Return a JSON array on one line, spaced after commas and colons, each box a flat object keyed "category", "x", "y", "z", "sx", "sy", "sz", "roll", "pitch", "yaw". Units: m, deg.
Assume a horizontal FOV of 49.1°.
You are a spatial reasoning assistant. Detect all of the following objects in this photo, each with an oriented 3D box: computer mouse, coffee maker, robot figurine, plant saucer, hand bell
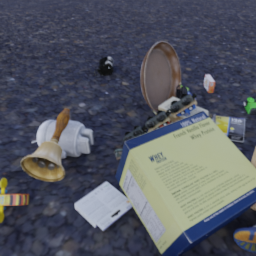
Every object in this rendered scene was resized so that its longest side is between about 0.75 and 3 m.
[{"category": "computer mouse", "x": 2.210, "y": -1.478, "z": 11.454, "sx": 0.304, "sy": 1.321, "sz": 0.928, "roll": 7, "pitch": 71, "yaw": -3}, {"category": "coffee maker", "x": -1.299, "y": -3.311, "z": 14.995, "sx": 1.039, "sy": 0.728, "sz": 1.081, "roll": -2, "pitch": 34, "yaw": -1}, {"category": "robot figurine", "x": -2.189, "y": 0.340, "z": 9.445, "sx": 2.007, "sy": 1.134, "sz": 1.702, "roll": 7, "pitch": 40, "yaw": 9}, {"category": "plant saucer", "x": 1.295, "y": -1.956, "z": 11.234, "sx": 0.466, "sy": 2.904, "sz": 2.904, "roll": 6, "pitch": 32, "yaw": 37}, {"category": "hand bell", "x": -2.129, "y": 0.284, "z": 8.193, "sx": 1.188, "sy": 1.188, "sz": 2.281, "roll": 4, "pitch": 48, "yaw": 6}]

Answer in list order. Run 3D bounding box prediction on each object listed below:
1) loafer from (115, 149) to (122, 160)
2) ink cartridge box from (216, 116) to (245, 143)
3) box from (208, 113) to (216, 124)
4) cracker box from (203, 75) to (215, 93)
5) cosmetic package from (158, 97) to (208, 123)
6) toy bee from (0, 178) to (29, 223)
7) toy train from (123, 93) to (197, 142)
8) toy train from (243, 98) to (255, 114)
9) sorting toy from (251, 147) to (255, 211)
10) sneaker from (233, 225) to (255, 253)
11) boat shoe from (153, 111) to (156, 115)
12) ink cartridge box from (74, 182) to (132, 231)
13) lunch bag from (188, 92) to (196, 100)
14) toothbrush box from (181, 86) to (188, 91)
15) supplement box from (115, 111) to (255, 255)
[{"category": "loafer", "x": 0.101, "y": 0.921, "z": 9.320, "sx": 1.120, "sy": 0.403, "sz": 0.352, "roll": 4, "pitch": 65, "yaw": -18}, {"category": "ink cartridge box", "x": 3.643, "y": -0.132, "z": 10.770, "sx": 1.570, "sy": 0.373, "sz": 1.588, "roll": 7, "pitch": 39, "yaw": 19}, {"category": "box", "x": 2.007, "y": -0.126, "z": 10.368, "sx": 1.980, "sy": 0.493, "sz": 1.561, "roll": 14, "pitch": 40, "yaw": 33}, {"category": "cracker box", "x": 3.884, "y": -2.126, "z": 13.451, "sx": 0.246, "sy": 0.571, "sz": 0.852, "roll": -2, "pitch": 35, "yaw": -3}, {"category": "cosmetic package", "x": 1.917, "y": -0.455, "z": 9.830, "sx": 0.840, "sy": 0.568, "sz": 1.598, "roll": -33, "pitch": 41, "yaw": -25}, {"category": "toy bee", "x": -3.479, "y": 1.958, "z": 7.313, "sx": 1.652, "sy": 0.898, "sz": 1.081, "roll": -19, "pitch": 84, "yaw": -18}, {"category": "toy train", "x": 1.082, "y": -0.184, "z": 9.311, "sx": 2.925, "sy": 0.670, "sz": 0.499, "roll": -34, "pitch": 23, "yaw": 22}, {"category": "toy train", "x": 6.217, "y": -0.928, "z": 11.840, "sx": 2.603, "sy": 0.543, "sz": 0.734, "roll": -2, "pitch": 45, "yaw": -2}, {"category": "sorting toy", "x": 3.974, "y": 1.585, "z": 6.513, "sx": 2.368, "sy": 2.558, "sz": 0.467, "roll": 25, "pitch": 55, "yaw": 30}, {"category": "sneaker", "x": 3.292, "y": 2.614, "z": 6.865, "sx": 1.575, "sy": 0.593, "sz": 0.694, "roll": 8, "pitch": 27, "yaw": -4}, {"category": "boat shoe", "x": 1.287, "y": -0.856, "z": 11.968, "sx": 0.334, "sy": 0.288, "sz": 0.914, "roll": -16, "pitch": 22, "yaw": 26}, {"category": "ink cartridge box", "x": -0.640, "y": 2.160, "z": 7.683, "sx": 1.189, "sy": 0.262, "sz": 1.211, "roll": -30, "pitch": 47, "yaw": -35}, {"category": "lunch bag", "x": 2.466, "y": -1.057, "z": 11.676, "sx": 0.410, "sy": 0.800, "sz": 0.995, "roll": -4, "pitch": 26, "yaw": -11}, {"category": "toothbrush box", "x": 2.250, "y": -1.621, "z": 12.898, "sx": 0.894, "sy": 0.385, "sz": 0.651, "roll": -31, "pitch": 47, "yaw": -34}, {"category": "supplement box", "x": 1.443, "y": 1.342, "z": 6.950, "sx": 2.555, "sy": 1.715, "sz": 2.553, "roll": -20, "pitch": 59, "yaw": -26}]
